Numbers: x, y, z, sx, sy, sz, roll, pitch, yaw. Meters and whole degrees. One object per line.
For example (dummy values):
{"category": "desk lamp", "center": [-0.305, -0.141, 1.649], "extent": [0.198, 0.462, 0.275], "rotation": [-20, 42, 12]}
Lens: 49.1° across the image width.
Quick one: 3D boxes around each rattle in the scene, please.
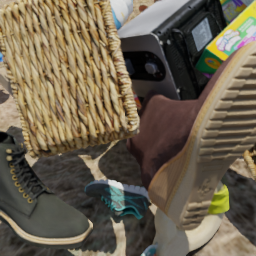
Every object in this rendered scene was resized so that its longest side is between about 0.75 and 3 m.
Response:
{"category": "rattle", "center": [0.681, 1.904, 6.070], "extent": [2.738, 1.783, 1.956], "rotation": [-50, 48, -8]}

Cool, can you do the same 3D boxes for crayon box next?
{"category": "crayon box", "center": [2.305, -1.475, 5.190], "extent": [1.155, 0.567, 1.945], "rotation": [41, 66, 12]}
{"category": "crayon box", "center": [2.894, -2.857, 6.692], "extent": [1.435, 2.416, 0.704], "rotation": [35, 52, -13]}

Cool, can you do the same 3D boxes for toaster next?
{"category": "toaster", "center": [1.208, -1.589, 6.398], "extent": [1.641, 2.500, 2.765], "rotation": [11, 48, 45]}

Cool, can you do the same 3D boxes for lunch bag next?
{"category": "lunch bag", "center": [0.374, -1.736, 8.611], "extent": [2.586, 2.278, 1.059], "rotation": [30, 51, 28]}

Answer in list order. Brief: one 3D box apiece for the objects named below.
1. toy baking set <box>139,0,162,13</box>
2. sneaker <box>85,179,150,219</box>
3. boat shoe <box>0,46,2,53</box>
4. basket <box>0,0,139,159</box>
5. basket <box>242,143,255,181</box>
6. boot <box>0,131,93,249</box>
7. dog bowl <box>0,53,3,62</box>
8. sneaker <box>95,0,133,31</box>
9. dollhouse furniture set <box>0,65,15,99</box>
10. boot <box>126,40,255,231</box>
{"category": "toy baking set", "center": [1.373, -3.188, 7.790], "extent": [1.901, 2.477, 0.288], "rotation": [26, 60, -20]}
{"category": "sneaker", "center": [-0.270, 1.680, 6.520], "extent": [1.611, 0.625, 0.735], "rotation": [7, 50, 9]}
{"category": "boat shoe", "center": [-3.057, -2.201, 5.690], "extent": [0.715, 2.208, 0.794], "rotation": [14, 73, 28]}
{"category": "basket", "center": [-0.856, -1.025, 5.338], "extent": [2.068, 2.776, 1.981], "rotation": [-15, 0, 13]}
{"category": "basket", "center": [3.008, -0.198, 5.267], "extent": [1.545, 2.164, 1.612], "rotation": [45, 54, -5]}
{"category": "boot", "center": [-1.722, 0.993, 4.855], "extent": [2.372, 1.641, 0.919], "rotation": [13, 24, 16]}
{"category": "dog bowl", "center": [-4.212, -2.512, 8.714], "extent": [0.257, 1.038, 0.579], "rotation": [-20, 5, 24]}
{"category": "sneaker", "center": [-1.296, -2.978, 6.168], "extent": [2.729, 1.044, 1.102], "rotation": [27, 65, 2]}
{"category": "dollhouse furniture set", "center": [-2.371, -1.800, 7.156], "extent": [0.905, 2.044, 1.060], "rotation": [49, 31, -7]}
{"category": "boot", "center": [0.809, -0.185, 4.597], "extent": [1.081, 2.988, 2.485], "rotation": [7, 27, -26]}
